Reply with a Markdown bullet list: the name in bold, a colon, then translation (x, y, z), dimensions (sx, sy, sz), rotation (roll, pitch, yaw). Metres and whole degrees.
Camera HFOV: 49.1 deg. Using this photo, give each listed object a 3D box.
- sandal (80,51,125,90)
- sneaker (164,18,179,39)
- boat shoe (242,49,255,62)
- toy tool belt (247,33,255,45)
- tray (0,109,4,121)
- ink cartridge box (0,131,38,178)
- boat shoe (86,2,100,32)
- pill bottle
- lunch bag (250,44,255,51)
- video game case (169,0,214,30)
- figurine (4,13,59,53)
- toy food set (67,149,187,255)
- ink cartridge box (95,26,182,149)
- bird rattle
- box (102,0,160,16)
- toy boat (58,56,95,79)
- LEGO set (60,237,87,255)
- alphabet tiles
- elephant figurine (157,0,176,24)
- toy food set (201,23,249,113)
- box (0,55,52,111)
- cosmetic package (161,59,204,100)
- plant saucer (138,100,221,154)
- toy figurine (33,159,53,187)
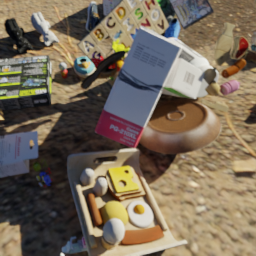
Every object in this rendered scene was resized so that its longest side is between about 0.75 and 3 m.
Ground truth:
- **sandal**: translation (-0.586, -1.362, 6.962), dimensions (0.422, 1.548, 0.632), rotation (52, 27, -1)
- **sneaker**: translation (1.902, -4.181, 12.407), dimensions (0.644, 0.766, 1.953), rotation (12, 50, 8)
- **boat shoe**: translation (4.965, -2.978, 11.502), dimensions (0.449, 0.448, 1.214), rotation (-19, 38, -30)
- **toy tool belt**: translation (4.111, -2.778, 8.670), dimensions (0.778, 0.486, 0.478), rotation (-5, 39, -27)
- **tray**: translation (-4.680, -0.341, 7.857), dimensions (1.102, 2.234, 0.414), rotation (-17, 82, 8)
- **ink cartridge box**: translation (-3.424, 0.786, 7.914), dimensions (1.850, 0.617, 1.071), rotation (-9, 48, -8)
- **boat shoe**: translation (-1.017, -3.384, 8.550), dimensions (0.399, 0.879, 0.311), rotation (17, 11, 37)
- **pill bottle**: translation (2.073, -2.187, 10.185), dimensions (1.311, 1.311, 2.305), rotation (-24, 52, -21)
- **lunch bag**: translation (5.664, -3.196, 11.601), dimensions (0.841, 0.602, 0.988), rotation (-17, 55, -14)
- **video game case**: translation (1.727, -3.364, 7.720), dimensions (0.895, 0.126, 0.990), rotation (-26, 78, 19)
- **figurine**: translation (-4.240, -4.135, 12.434), dimensions (1.955, 0.841, 1.907), rotation (-22, 59, -20)
- **toy food set**: translation (-0.137, 1.658, 6.599), dimensions (2.033, 0.856, 2.833), rotation (-3, 45, -25)
- **ink cartridge box**: translation (0.224, -1.096, 7.478), dimensions (1.147, 2.721, 1.969), rotation (24, 12, -5)
- **bird rattle**: translation (-0.425, -2.012, 8.736), dimensions (1.313, 1.070, 0.740), rotation (-47, 57, 5)
- **box**: translation (0.549, -6.529, 14.105), dimensions (2.546, 1.395, 2.885), rotation (27, 53, 23)
- **toy boat**: translation (-1.960, -2.336, 10.776), dimensions (1.372, 0.638, 1.153), rotation (-18, 51, -17)
- **LEGO set**: translation (-0.908, 3.310, 5.374), dimensions (1.156, 0.935, 2.513), rotation (-17, 49, -16)
- **alphabet tiles**: translation (0.057, -2.867, 9.174), dimensions (2.856, 2.388, 0.108), rotation (-45, 46, 0)
- **elephant figurine**: translation (1.529, -5.175, 13.175), dimensions (1.680, 1.303, 1.188), rotation (-57, 27, 0)
- **toy food set**: translation (3.127, -1.870, 9.029), dimensions (1.619, 2.547, 0.401), rotation (15, 9, -27)
- **box**: translation (-4.119, -1.667, 10.203), dimensions (2.571, 0.611, 2.483), rotation (-8, 50, -8)
- **cosmetic package**: translation (1.183, -1.642, 9.063), dimensions (1.178, 0.929, 2.190), rotation (18, 1, -35)
- **plant saucer**: translation (1.455, -0.206, 8.458), dimensions (2.594, 0.474, 2.594), rotation (-8, 34, 5)
- **toy figurine**: translation (-2.130, 1.236, 7.301), dimensions (0.408, 0.774, 0.463), rotation (-29, 28, -34)
